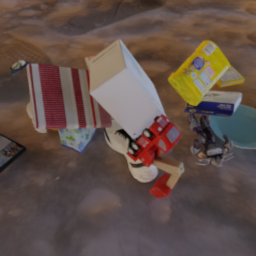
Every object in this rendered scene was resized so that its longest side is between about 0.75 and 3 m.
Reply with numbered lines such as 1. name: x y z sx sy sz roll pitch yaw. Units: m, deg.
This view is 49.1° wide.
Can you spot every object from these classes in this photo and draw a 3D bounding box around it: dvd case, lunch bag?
1. dvd case: -4.918 0.805 9.821 2.193 0.192 1.564 22 47 22
2. lunch bag: -1.692 -0.268 10.005 1.105 1.475 1.735 22 49 20

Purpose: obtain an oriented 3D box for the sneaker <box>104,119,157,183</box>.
1. sneaker: 0.062 0.468 9.490 1.054 1.143 2.859 -27 49 -20

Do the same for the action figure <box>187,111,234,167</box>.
1. action figure: 2.773 0.455 9.788 1.473 0.786 2.264 -3 47 -15

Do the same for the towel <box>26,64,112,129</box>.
1. towel: -1.785 -0.944 8.928 2.790 0.317 2.010 -2 78 -43

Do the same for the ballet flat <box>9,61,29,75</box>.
1. ballet flat: -5.281 -3.020 13.612 0.444 0.444 1.214 21 48 20

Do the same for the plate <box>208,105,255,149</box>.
1. plate: 4.258 -0.030 10.602 2.436 0.311 2.436 0 43 0

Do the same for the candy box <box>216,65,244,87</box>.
1. candy box: 4.364 -2.814 13.461 1.230 0.318 2.406 -13 45 -10

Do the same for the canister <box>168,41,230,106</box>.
1. canister: 2.645 -2.025 10.348 1.979 1.470 0.856 -48 22 -4

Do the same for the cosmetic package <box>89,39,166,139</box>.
1. cosmetic package: -0.058 -1.249 8.898 1.345 2.182 2.188 -32 36 17

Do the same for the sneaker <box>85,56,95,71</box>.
1. sneaker: -1.291 -2.769 13.038 1.147 0.826 2.195 -15 42 -7

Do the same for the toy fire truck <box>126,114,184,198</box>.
1. toy fire truck: 0.894 0.894 7.720 1.803 2.557 0.623 42 56 3

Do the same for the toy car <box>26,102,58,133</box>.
1. toy car: -2.947 -0.854 10.632 1.683 1.442 1.923 -22 48 -20

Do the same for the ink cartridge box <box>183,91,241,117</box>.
1. ink cartridge box: 3.300 -1.002 10.938 1.858 0.378 1.862 8 28 29
